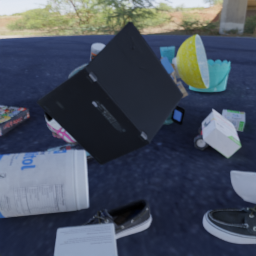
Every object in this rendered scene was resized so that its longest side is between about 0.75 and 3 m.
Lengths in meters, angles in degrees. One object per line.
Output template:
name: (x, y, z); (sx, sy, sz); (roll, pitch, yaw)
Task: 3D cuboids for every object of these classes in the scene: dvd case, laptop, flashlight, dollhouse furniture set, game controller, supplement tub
dvd case: (-1.895, 0.849, 9.208); (1.627, 0.179, 1.188); (-15, 25, -11)
laptop: (-0.397, -0.838, 8.160); (2.992, 2.802, 1.734); (-27, 28, 28)
flashlight: (2.751, 0.307, 10.389); (0.518, 0.520, 1.531); (46, 26, -3)
dollhouse furniture set: (1.499, -1.845, 11.120); (0.986, 1.511, 1.426); (-29, -15, 14)
game controller: (1.845, -0.475, 10.376); (0.488, 0.936, 0.197); (24, 56, 18)
supplement tub: (-2.140, 1.327, 6.797); (2.267, 1.496, 1.496); (-4, 24, -8)
supplement tub: (-1.406, -3.277, 13.138); (0.726, 1.185, 0.726); (7, 41, -6)

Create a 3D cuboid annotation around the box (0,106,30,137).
box: (-5.490, -0.312, 11.803); (1.585, 0.437, 2.321); (5, 24, 11)

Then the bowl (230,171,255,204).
bowl: (3.609, 1.476, 6.610); (1.889, 0.705, 1.886); (7, -4, -32)

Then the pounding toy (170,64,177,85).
pounding toy: (1.301, -2.019, 12.150); (2.025, 1.158, 1.162); (-24, 27, -34)

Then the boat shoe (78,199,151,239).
boat shoe: (-0.414, 2.064, 6.084); (2.094, 0.694, 0.732); (-10, 26, -21)

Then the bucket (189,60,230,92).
bucket: (4.666, -3.083, 16.440); (2.461, 1.601, 2.461); (-2, 18, 1)

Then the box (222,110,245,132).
box: (4.378, -0.313, 11.756); (0.909, 0.498, 1.030); (11, 27, 19)

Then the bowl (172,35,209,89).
bowl: (2.792, -2.869, 12.837); (1.299, 2.413, 2.413); (-10, 18, 26)

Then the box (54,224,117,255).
box: (-0.708, 2.405, 4.882); (1.050, 1.045, 0.900); (-3, 24, -8)

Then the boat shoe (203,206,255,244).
boat shoe: (2.941, 2.048, 6.101); (2.497, 0.707, 0.857); (5, 24, 12)

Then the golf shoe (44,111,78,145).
golf shoe: (-2.013, -0.080, 9.027); (2.219, 1.022, 0.806); (10, 49, 44)

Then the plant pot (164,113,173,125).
plant pot: (1.496, -0.688, 11.673); (1.364, 1.364, 0.914); (-13, 35, -26)

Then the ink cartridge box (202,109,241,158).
ink cartridge box: (3.254, 0.141, 9.979); (1.108, 0.637, 1.893); (36, 26, -3)

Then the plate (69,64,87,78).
plate: (-1.613, -2.421, 12.451); (2.124, 0.271, 2.124); (-15, -14, -4)

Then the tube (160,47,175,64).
tube: (1.939, -2.975, 13.573); (0.711, 1.837, 0.463); (-7, 16, -9)
